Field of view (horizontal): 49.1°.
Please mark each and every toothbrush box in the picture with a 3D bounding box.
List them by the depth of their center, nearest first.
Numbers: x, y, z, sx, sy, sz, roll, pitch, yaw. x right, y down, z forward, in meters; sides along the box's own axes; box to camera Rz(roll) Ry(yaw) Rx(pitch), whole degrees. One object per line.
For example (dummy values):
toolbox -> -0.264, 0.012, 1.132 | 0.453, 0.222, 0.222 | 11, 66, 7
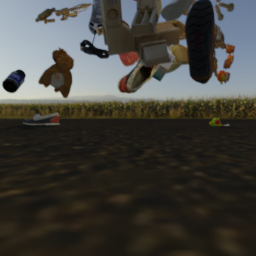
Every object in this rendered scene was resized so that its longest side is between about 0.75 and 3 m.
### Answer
toothbrush box -> 1.436, -2.478, 11.420 | 0.441, 0.758, 1.035 | 30, -21, -3

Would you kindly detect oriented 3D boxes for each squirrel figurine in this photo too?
squirrel figurine -> -2.896, -2.417, 12.010 | 1.316, 1.860, 1.736 | 22, 13, -16

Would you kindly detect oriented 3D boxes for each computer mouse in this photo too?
computer mouse -> -0.912, -3.595, 9.643 | 1.266, 2.308, 0.506 | 23, 12, 31

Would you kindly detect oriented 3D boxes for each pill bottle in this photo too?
pill bottle -> -3.954, -1.655, 9.786 | 0.544, 0.544, 0.973 | 0, 36, 4

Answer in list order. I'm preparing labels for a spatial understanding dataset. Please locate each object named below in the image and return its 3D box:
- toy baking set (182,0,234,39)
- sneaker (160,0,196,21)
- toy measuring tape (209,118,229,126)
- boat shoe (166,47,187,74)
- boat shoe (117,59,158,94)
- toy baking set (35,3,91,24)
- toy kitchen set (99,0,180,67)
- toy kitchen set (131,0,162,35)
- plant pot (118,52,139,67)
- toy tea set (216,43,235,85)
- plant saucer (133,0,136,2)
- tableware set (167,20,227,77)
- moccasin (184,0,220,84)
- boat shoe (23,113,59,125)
toy baking set -> 2.404, -3.525, 8.309 | 1.743, 2.271, 0.264 | 24, 7, -30
sneaker -> 1.346, -3.206, 7.232 | 0.455, 0.479, 1.190 | 42, -35, -25
toy measuring tape -> 3.949, -0.250, 12.091 | 0.994, 0.366, 0.366 | -1, 3, -19
boat shoe -> 2.183, -3.079, 12.714 | 1.777, 0.556, 0.633 | -29, -24, 19
boat shoe -> 0.694, -2.462, 12.095 | 2.788, 0.992, 0.872 | -46, 26, -24
toy baking set -> -2.322, -4.156, 10.032 | 1.658, 0.251, 2.161 | -25, 17, -35
toy kitchen set -> 0.473, -3.179, 8.251 | 2.323, 2.096, 1.895 | -12, 41, -8
toy kitchen set -> 0.722, -3.524, 7.311 | 1.262, 1.396, 1.547 | 3, -39, 18
plant pot -> 0.349, -3.875, 13.628 | 1.353, 1.512, 1.512 | -10, -1, 22
toy tea set -> 3.570, -2.368, 10.465 | 0.557, 1.505, 0.895 | 14, 11, 24
plant saucer -> 0.335, -4.145, 8.258 | 0.796, 0.796, 0.128 | 1, 37, 13
tableware set -> 2.469, -3.027, 10.527 | 2.599, 0.302, 2.171 | 27, -26, 34
moccasin -> 1.770, -2.033, 6.617 | 0.725, 1.982, 0.765 | -8, -7, 23
boat shoe -> -4.091, -0.402, 13.182 | 1.784, 0.558, 0.635 | -1, 4, 11
